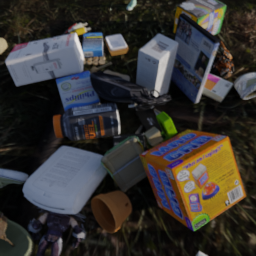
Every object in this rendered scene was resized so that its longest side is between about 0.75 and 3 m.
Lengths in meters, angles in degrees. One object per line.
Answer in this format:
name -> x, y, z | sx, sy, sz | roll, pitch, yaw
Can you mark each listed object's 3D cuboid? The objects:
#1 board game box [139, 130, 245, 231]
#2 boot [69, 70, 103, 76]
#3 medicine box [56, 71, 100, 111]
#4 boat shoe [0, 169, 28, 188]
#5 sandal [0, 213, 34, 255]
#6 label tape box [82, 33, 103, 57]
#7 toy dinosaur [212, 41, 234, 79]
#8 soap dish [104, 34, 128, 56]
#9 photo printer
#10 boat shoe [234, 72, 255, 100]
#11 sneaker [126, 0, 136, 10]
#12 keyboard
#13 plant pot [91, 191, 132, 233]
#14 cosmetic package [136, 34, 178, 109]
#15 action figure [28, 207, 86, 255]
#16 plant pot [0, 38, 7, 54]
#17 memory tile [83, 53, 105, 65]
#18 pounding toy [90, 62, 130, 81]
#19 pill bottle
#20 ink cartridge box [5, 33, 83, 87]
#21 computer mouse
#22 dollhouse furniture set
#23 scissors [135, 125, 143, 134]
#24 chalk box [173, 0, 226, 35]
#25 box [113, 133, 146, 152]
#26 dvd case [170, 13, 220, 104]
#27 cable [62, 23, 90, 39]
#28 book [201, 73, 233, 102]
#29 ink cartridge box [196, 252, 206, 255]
board game box -> 1.644, 1.240, 7.411 | 1.726, 1.724, 1.724 | -25, 15, -18
boot -> -1.728, -2.113, 11.296 | 1.010, 0.459, 1.202 | 37, 66, 21
medicine box -> -1.807, -1.193, 10.210 | 1.274, 0.720, 1.398 | -17, 68, -11
boat shoe -> -3.952, 1.519, 8.427 | 1.882, 0.678, 0.584 | 6, 79, 7
sandal -> -3.678, 2.594, 7.313 | 2.887, 0.824, 1.146 | 31, 61, 24
label tape box -> -1.552, -3.659, 12.345 | 0.868, 0.401, 1.212 | -3, 53, -2
toy dinosaur -> 3.881, -2.905, 11.816 | 1.295, 0.974, 1.908 | 19, 36, -15
soap dish -> -0.548, -3.702, 12.571 | 0.846, 0.437, 1.076 | -14, 54, -11
photo printer -> -1.736, 1.463, 7.910 | 1.746, 0.729, 2.099 | 11, 35, 19
boat shoe -> 5.502, -1.698, 10.688 | 2.751, 1.014, 0.882 | -10, 58, -3
sneaker -> 0.151, -6.608, 14.835 | 0.298, 0.478, 0.811 | 23, 56, 15
keyboard -> 0.879, -0.225, 9.992 | 0.789, 0.169, 1.314 | -22, 57, -14
plant pot -> -0.407, 2.201, 7.630 | 0.739, 1.055, 1.055 | -23, 54, -38
cosmetic package -> 0.948, -1.940, 9.937 | 0.837, 2.349, 1.191 | 32, 58, 20
action figure -> -1.960, 2.912, 7.166 | 1.527, 0.814, 2.346 | 3, 43, 11
plant pot -> -5.846, -3.539, 12.234 | 0.942, 0.942, 1.006 | 25, 42, 19
memory tile -> -1.553, -3.043, 12.266 | 1.106, 0.093, 0.848 | 1, 52, 0
pounding toy -> -0.727, -1.809, 10.675 | 1.723, 0.988, 0.985 | 16, 57, 7
pill bottle -> -1.389, -0.170, 9.354 | 2.112, 1.122, 1.122 | -8, 52, -6
ink cartridge box -> -3.141, -2.714, 10.922 | 2.581, 1.068, 1.891 | -12, 35, 0
computer mouse -> -0.191, -1.122, 9.300 | 2.835, 0.747, 1.963 | 27, 24, 30
dollhouse furniture set -> 0.280, 0.609, 8.440 | 2.315, 1.516, 1.162 | -33, 33, -7
scissors -> 0.049, 0.678, 9.340 | 0.747, 0.142, 2.043 | 35, 58, 27
chalk box -> 3.473, -5.132, 13.086 | 2.309, 1.429, 1.436 | -28, 56, -22
box -> 0.037, 0.597, 9.002 | 1.012, 0.399, 0.714 | -5, 59, 2
dvd case -> 2.214, -2.444, 10.135 | 0.236, 2.694, 1.922 | -21, 54, -21
cable -> -2.974, -4.206, 12.756 | 2.469, 0.621, 1.199 | -30, 45, -25
book -> 3.185, -1.746, 11.095 | 1.590, 0.382, 1.062 | 30, 55, 21
ink cartridge box -> 2.264, 4.253, 5.869 | 2.623, 1.087, 1.925 | 25, 55, 18
